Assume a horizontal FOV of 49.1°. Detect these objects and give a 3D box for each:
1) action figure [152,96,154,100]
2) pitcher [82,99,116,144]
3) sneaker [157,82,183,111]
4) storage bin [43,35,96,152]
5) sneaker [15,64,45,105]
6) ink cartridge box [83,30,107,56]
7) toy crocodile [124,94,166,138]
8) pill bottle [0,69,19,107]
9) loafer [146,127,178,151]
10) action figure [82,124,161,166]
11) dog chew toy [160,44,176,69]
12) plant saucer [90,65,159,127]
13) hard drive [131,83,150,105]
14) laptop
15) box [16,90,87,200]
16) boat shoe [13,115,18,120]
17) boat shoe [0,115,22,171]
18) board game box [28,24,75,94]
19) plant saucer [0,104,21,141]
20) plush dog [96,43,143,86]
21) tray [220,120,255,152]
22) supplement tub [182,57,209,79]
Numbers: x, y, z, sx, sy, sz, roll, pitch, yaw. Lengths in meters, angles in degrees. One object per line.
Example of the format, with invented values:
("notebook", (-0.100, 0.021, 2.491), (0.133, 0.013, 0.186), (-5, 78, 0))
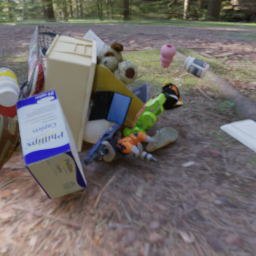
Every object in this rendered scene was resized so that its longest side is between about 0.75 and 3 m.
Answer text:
("action figure", (1.548, -1.123, 12.113), (1.459, 0.722, 0.476), (-15, 30, -21))
("pitcher", (-1.487, -0.602, 9.238), (2.228, 1.912, 1.351), (33, 51, 12))
("sneaker", (1.341, -1.183, 9.705), (0.731, 0.941, 2.092), (-20, -9, 19))
("storage bin", (-1.996, -1.322, 9.508), (1.397, 2.981, 2.959), (8, 29, -10))
("sneaker", (-2.803, -1.135, 7.982), (0.541, 1.450, 0.584), (22, 11, 1))
("ink cartridge box", (-1.240, -2.675, 10.733), (1.714, 1.252, 0.723), (48, 9, 22))
("toy crocodile", (0.504, -0.284, 8.589), (0.662, 2.143, 0.723), (36, 52, 3))
("pill bottle", (-2.912, -0.948, 6.668), (0.576, 0.576, 1.036), (-11, 40, -21))
("loafer", (1.097, 0.378, 9.242), (1.492, 0.469, 0.537), (-22, 72, -50))
("action figure", (-0.312, 0.706, 8.029), (2.054, 1.111, 2.123), (-9, 25, 35))
("dog chew toy", (1.211, -2.202, 8.725), (0.468, 0.751, 0.468), (5, 43, -4))
("plant saucer", (-0.759, -0.969, 9.853), (2.903, 2.904, 0.703), (14, 68, 55))
("hard drive", (0.337, -0.976, 10.467), (1.067, 0.335, 1.582), (-25, 34, 22))
("laptop", (-0.535, -0.559, 8.350), (0.561, 0.963, 1.087), (31, 23, 31))
("box", (-1.821, 0.424, 6.712), (0.990, 1.736, 1.887), (-19, 53, -8))
("boat shoe", (-3.281, -0.426, 9.719), (0.748, 0.684, 2.001), (-19, 24, 22))
("boat shoe", (-3.207, 0.518, 7.316), (0.805, 2.180, 0.825), (4, 53, -28))
("board game box", (-3.028, -2.704, 12.200), (2.258, 1.371, 2.832), (9, 57, -32))
("plant saucer", (-3.857, -0.296, 8.982), (0.291, 1.580, 1.583), (-21, 2, 6))
("plush dog", (-0.423, -2.019, 9.223), (1.671, 1.435, 1.341), (-28, 4, 32))
("tray", (4.586, 0.334, 9.636), (1.433, 0.296, 2.669), (-9, 28, -19))
("supplement tub", (2.519, -2.245, 10.424), (0.838, 0.588, 0.588), (31, 35, 12))
